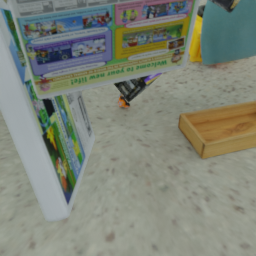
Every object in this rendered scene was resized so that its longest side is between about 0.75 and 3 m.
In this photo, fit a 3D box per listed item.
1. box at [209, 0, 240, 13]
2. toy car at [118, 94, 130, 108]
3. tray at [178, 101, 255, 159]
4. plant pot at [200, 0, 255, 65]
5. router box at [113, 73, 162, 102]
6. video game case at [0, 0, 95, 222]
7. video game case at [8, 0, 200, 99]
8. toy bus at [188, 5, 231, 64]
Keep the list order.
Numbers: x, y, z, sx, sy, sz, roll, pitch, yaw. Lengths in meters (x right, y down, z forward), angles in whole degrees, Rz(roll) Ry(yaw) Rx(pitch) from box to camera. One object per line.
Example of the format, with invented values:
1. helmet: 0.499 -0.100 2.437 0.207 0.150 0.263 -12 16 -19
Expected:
1. box: 1.443 -2.613 4.241 1.233 1.224 0.306 44 25 23
2. toy car: -0.136 -0.840 8.750 0.291 0.429 0.875 -40 12 17
3. tray: 2.866 -0.041 7.358 2.735 0.506 1.349 -10 37 -14
4. plant pot: 2.990 -2.852 6.708 2.823 1.901 2.823 -17 13 4
5. router box: -0.045 -1.011 4.579 0.326 0.980 1.247 -38 3 -14
6. video game case: -1.078 -0.634 3.690 0.298 2.713 2.473 -14 17 4
7. video game case: -0.095 -0.768 1.842 1.252 1.139 0.138 -15 52 -15
8. toy bus: 3.647 -3.443 11.100 2.657 1.803 2.551 0 49 -5
